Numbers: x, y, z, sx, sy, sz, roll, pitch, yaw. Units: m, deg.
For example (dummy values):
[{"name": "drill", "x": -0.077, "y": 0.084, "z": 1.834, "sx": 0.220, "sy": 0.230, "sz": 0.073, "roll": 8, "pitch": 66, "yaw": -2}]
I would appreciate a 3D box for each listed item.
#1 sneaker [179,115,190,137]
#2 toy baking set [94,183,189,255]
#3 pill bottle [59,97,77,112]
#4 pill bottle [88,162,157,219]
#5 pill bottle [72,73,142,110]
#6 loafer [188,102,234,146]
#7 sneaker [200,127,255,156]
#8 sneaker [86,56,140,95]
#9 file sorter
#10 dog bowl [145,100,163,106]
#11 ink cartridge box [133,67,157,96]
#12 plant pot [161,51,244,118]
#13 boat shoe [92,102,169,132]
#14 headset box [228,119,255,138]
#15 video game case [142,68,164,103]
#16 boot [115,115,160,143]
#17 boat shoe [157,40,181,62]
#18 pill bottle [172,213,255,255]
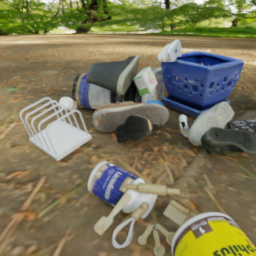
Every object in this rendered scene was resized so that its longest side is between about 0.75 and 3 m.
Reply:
[{"name": "sneaker", "x": 1.922, "y": 0.012, "z": 9.654, "sx": 0.321, "sy": 0.857, "sz": 0.372, "roll": -13, "pitch": 30, "yaw": 19}, {"name": "toy baking set", "x": 0.294, "y": 1.741, "z": 5.579, "sx": 1.814, "sy": 0.211, "sz": 1.393, "roll": 9, "pitch": 57, "yaw": 6}, {"name": "pill bottle", "x": -2.443, "y": -0.955, "z": 11.379, "sx": 0.524, "sy": 0.524, "sz": 0.957, "roll": 2, "pitch": -4, "yaw": 4}, {"name": "pill bottle", "x": -0.126, "y": 1.419, "z": 6.421, "sx": 1.456, "sy": 0.842, "sz": 0.842, "roll": 23, "pitch": 31, "yaw": 24}, {"name": "pill bottle", "x": -0.859, "y": -1.491, "z": 12.179, "sx": 2.831, "sy": 1.583, "sz": 1.583, "roll": 7, "pitch": 25, "yaw": 15}, {"name": "loafer", "x": 2.853, "y": -0.076, "z": 9.984, "sx": 2.784, "sy": 0.974, "sz": 0.972, "roll": -30, "pitch": -3, "yaw": -43}, {"name": "sneaker", "x": 3.002, "y": 0.469, "z": 8.460, "sx": 1.769, "sy": 0.676, "sz": 1.014, "roll": 9, "pitch": -21, "yaw": -9}, {"name": "sneaker", "x": -0.494, "y": -2.327, "z": 10.971, "sx": 1.515, "sy": 1.067, "sz": 2.853, "roll": 16, "pitch": 31, "yaw": 9}, {"name": "file sorter", "x": -2.396, "y": -0.064, "z": 9.017, "sx": 1.329, "sy": 1.192, "sz": 1.915, "roll": -36, "pitch": 39, "yaw": -29}, {"name": "dog bowl", "x": 0.971, "y": -0.688, "z": 11.632, "sx": 0.782, "sy": 0.348, "sz": 1.403, "roll": 12, "pitch": 35, "yaw": 14}, {"name": "ink cartridge box", "x": 0.748, "y": -1.918, "z": 11.062, "sx": 0.427, "sy": 0.748, "sz": 1.441, "roll": -15, "pitch": 23, "yaw": 30}, {"name": "plant pot", "x": 3.065, "y": -1.900, "z": 12.153, "sx": 2.549, "sy": 2.292, "sz": 2.550, "roll": -18, "pitch": 32, "yaw": -36}, {"name": "boat shoe", "x": 0.086, "y": -0.552, "z": 10.569, "sx": 2.908, "sy": 1.101, "sz": 1.044, "roll": -2, "pitch": 27, "yaw": -13}, {"name": "headset box", "x": 4.419, "y": 0.173, "z": 9.616, "sx": 1.566, "sy": 0.605, "sz": 1.165, "roll": -4, "pitch": 25, "yaw": -11}, {"name": "video game case", "x": 1.165, "y": -1.771, "z": 12.797, "sx": 0.200, "sy": 1.586, "sz": 2.216, "roll": 12, "pitch": 26, "yaw": 25}, {"name": "boot", "x": 0.623, "y": -0.020, "z": 9.059, "sx": 1.458, "sy": 0.816, "sz": 2.107, "roll": -7, "pitch": -3, "yaw": -25}, {"name": "boat shoe", "x": 1.641, "y": -3.027, "z": 11.051, "sx": 0.622, "sy": 0.700, "sz": 1.903, "roll": -3, "pitch": 20, "yaw": 26}, {"name": "pill bottle", "x": 1.533, "y": 2.351, "z": 3.907, "sx": 1.232, "sy": 1.232, "sz": 2.255, "roll": -5, "pitch": 24, "yaw": -11}]
